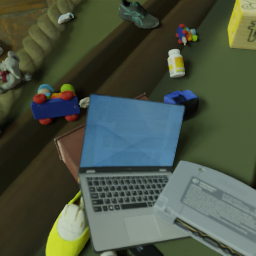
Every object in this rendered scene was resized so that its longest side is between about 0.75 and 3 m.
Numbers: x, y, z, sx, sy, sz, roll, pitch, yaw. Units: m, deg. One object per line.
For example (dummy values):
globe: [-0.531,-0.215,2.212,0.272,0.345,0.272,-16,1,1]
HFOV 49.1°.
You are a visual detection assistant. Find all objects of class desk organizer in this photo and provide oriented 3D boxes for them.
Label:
desk organizer: [-0.405,0.308,7.917,2.954,1.059,1.137,-29,61,-21]

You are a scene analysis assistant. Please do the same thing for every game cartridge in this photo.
game cartridge: [2.257,1.963,6.657,2.892,0.585,1.928,27,46,17]

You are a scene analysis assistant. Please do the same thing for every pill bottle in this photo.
pill bottle: [1.737,-2.345,10.184,0.525,0.525,0.931,-9,88,-7]

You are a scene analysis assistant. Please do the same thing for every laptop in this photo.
laptop: [0.403,0.936,6.403,2.694,1.668,2.878,4,47,-29]

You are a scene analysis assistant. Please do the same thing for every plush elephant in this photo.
plush elephant: [-4.194,-2.007,9.821,1.359,1.052,1.119,-14,52,-11]

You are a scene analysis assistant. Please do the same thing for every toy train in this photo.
toy train: [2.524,-3.737,11.634,0.759,0.555,1.311,4,49,-14]
toy train: [-1.892,-0.976,9.148,2.312,0.978,1.338,-8,38,-7]

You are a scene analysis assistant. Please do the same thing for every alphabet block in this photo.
alphabet block: [5.081,-4.235,11.317,1.600,1.571,1.563,7,50,6]

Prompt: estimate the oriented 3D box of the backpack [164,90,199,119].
backpack: [1.704,-0.801,8.987,1.016,0.826,0.853,-19,51,-14]

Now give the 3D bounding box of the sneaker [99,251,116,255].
sneaker: [-0.688,3.370,5.712,1.666,0.625,0.962,-34,60,-26]

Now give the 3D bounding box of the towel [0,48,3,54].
towel: [-6.583,-3.115,11.048,2.570,0.619,2.200,31,54,23]

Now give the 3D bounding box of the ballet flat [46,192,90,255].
ballet flat: [-1.058,1.875,6.719,0.927,0.930,2.775,24,55,18]

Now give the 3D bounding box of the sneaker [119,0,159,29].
sneaker: [0.446,-5.089,12.520,2.065,0.818,0.778,26,54,18]

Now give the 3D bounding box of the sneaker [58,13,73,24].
sneaker: [-2.845,-4.993,12.769,0.301,0.298,0.830,33,60,24]

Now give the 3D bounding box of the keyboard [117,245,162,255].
keyboard: [0.147,2.844,6.457,1.176,0.121,0.747,36,54,27]
